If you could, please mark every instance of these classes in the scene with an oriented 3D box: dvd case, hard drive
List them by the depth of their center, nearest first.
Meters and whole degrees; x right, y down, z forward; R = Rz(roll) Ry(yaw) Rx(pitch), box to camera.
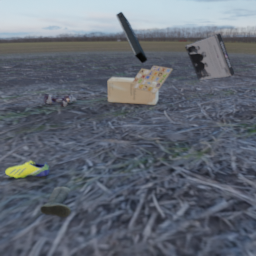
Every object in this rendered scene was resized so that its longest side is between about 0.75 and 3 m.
[{"bbox_3d":[2.478,-2.125,8.655,0.207,1.260,1.676,-29,14,-15],"label":"dvd case"},{"bbox_3d":[0.137,-2.922,9.163,0.244,1.487,1.037,-27,-8,13],"label":"hard drive"}]

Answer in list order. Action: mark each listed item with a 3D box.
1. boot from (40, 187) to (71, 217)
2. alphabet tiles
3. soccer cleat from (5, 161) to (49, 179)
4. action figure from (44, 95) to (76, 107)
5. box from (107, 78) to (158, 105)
[{"bbox_3d":[-1.702,1.866,7.178,0.844,0.337,0.928,6,14,12],"label":"boot"},{"bbox_3d":[0.860,-1.953,10.998,1.452,0.055,1.214,22,72,43],"label":"alphabet tiles"},{"bbox_3d":[-3.043,1.227,8.477,1.314,0.550,0.425,0,20,1],"label":"soccer cleat"},{"bbox_3d":[-3.870,-1.600,16.125,1.830,0.635,1.190,1,13,-7],"label":"action figure"},{"bbox_3d":[0.314,-2.209,16.652,2.889,1.372,1.123,3,21,12],"label":"box"}]
